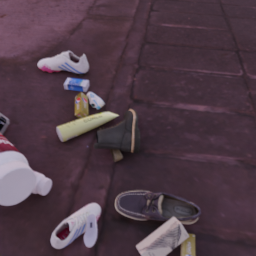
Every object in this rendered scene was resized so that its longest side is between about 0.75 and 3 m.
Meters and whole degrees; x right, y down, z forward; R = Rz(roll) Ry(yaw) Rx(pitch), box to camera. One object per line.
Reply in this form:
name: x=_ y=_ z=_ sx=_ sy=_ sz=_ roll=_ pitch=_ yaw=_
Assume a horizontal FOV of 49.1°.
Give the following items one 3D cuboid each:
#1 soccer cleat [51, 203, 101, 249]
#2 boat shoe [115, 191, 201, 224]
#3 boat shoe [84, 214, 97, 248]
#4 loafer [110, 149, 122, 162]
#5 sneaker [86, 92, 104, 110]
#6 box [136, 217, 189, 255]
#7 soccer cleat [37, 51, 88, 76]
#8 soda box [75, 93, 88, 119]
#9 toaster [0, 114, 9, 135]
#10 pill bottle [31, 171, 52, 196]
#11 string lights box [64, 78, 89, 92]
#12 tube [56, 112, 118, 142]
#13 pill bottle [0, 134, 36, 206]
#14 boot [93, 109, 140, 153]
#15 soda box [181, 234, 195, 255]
soccer cleat: x=-1.477 y=2.811 z=8.267 sx=0.634 sy=0.783 sz=1.814 roll=35 pitch=51 yaw=23
boat shoe: x=0.912 y=2.367 z=8.550 sx=2.637 sy=0.854 sz=0.948 roll=10 pitch=62 yaw=3
boat shoe: x=-1.015 y=2.941 z=7.913 sx=0.370 sy=0.328 sz=1.005 roll=-6 pitch=36 yaw=7
loafer: x=-0.457 y=0.883 z=10.614 sx=0.359 sy=0.405 sz=1.066 roll=1 pitch=40 yaw=-15
sneaker: x=-1.584 y=-1.243 z=12.738 sx=0.483 sy=0.458 sz=1.197 roll=-46 pitch=47 yaw=-10
box: x=0.952 y=3.154 z=7.781 sx=1.377 sy=0.566 sz=0.471 roll=-36 pitch=16 yaw=-11
soccer cleat: x=-3.394 y=-3.483 z=14.505 sx=2.798 sy=1.208 sz=0.977 roll=7 pitch=45 yaw=8
soda box: x=-2.062 y=-0.968 z=12.368 sx=0.437 sy=0.413 sz=1.289 roll=-36 pitch=40 yaw=22
toaster: x=-5.831 y=-0.469 z=10.956 sx=1.820 sy=1.646 sz=1.080 roll=27 pitch=74 yaw=22
pill bottle: x=-3.230 y=1.810 z=9.438 sx=1.188 sy=0.674 sz=0.674 roll=18 pitch=47 yaw=16
string lights box: x=-2.519 y=-2.112 z=13.724 sx=1.105 sy=0.326 sz=0.568 roll=8 pitch=45 yaw=8
tube: x=-1.679 y=-0.182 z=11.541 sx=2.508 sy=0.651 sz=0.728 roll=-22 pitch=64 yaw=-24
pill bottle: x=-4.074 y=1.153 z=8.702 sx=1.496 sy=1.496 sz=2.621 roll=-34 pitch=47 yaw=-30
boot: x=-0.463 y=-0.015 z=10.873 sx=1.662 sy=0.931 sz=2.402 roll=3 pitch=32 yaw=-7
soda box: x=1.671 y=3.572 z=7.828 sx=0.366 sy=0.387 sz=1.142 roll=6 pitch=44 yaw=6
